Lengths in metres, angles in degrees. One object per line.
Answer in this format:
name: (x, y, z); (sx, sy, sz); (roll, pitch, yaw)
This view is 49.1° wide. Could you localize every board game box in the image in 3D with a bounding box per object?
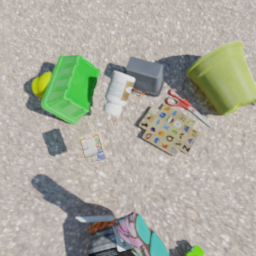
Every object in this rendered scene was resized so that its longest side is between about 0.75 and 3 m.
board game box: (-1.215, 0.697, 9.598); (0.755, 0.231, 0.996); (-16, 80, 6)

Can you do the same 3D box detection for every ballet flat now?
ballet flat: (0.331, 2.993, 7.369); (0.828, 2.327, 0.804); (-14, 38, 26)

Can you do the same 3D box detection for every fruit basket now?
fruit basket: (-2.880, -1.709, 12.397); (2.956, 2.132, 2.956); (-28, 46, 33)

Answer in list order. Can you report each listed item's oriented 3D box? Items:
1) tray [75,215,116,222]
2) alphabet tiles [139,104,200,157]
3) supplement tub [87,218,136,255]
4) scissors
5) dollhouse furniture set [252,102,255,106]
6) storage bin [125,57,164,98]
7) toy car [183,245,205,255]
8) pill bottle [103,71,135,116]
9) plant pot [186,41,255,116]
tray: (-1.030, 2.926, 8.982); (1.191, 0.639, 0.132); (-7, 64, 14)
alphabet tiles: (1.801, 0.062, 12.188); (2.447, 0.077, 2.036); (31, 66, 10)
supplement tub: (-0.324, 4.632, 9.236); (1.836, 1.836, 2.997); (-12, 67, -5)
scissors: (2.883, -0.925, 12.682); (2.532, 0.176, 0.926); (30, 67, 15)
dollhouse furniture set: (6.537, -1.227, 12.817); (1.118, 0.640, 1.311); (41, 95, 17)
storage bin: (0.660, -2.313, 12.711); (1.938, 1.302, 1.411); (17, 67, 9)
toy car: (1.858, 5.007, 9.815); (2.065, 0.489, 2.194); (-40, 72, -17)
pill bottle: (-0.397, -1.295, 10.689); (0.889, 0.889, 1.554); (22, 102, 10)
plant pot: (4.247, -1.923, 12.064); (2.656, 2.656, 2.442); (-23, 80, -10)
